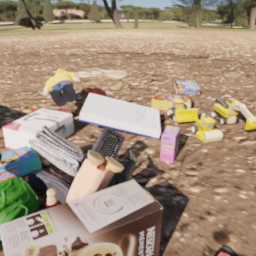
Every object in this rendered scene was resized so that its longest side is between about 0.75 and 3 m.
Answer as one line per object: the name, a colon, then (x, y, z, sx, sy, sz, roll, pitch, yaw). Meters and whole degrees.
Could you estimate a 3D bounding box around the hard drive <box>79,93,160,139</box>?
hard drive: (-0.227, -0.470, 10.146, 2.753, 0.349, 1.816, 13, 30, -4)

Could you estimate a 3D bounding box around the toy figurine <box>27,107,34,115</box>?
toy figurine: (-3.917, -0.411, 10.824, 0.610, 0.537, 1.018, -23, 32, -30)

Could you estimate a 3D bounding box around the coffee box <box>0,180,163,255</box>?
coffee box: (-0.679, 1.963, 4.647, 2.400, 1.357, 0.958, -14, 29, -27)

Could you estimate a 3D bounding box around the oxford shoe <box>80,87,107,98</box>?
oxford shoe: (-1.571, -1.522, 12.672, 1.316, 0.492, 0.464, 7, 59, -37)

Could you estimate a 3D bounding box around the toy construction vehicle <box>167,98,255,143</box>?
toy construction vehicle: (3.042, -0.535, 10.472, 2.455, 0.993, 2.819, -5, 25, -11)

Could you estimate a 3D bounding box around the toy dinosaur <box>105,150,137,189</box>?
toy dinosaur: (-0.126, 1.319, 6.295, 1.055, 0.568, 2.393, 52, 35, 2)

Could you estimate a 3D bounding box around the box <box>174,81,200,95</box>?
box: (3.063, -2.115, 14.680, 1.131, 0.329, 1.652, 1, 25, 3)

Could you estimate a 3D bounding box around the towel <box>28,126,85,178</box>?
towel: (-1.744, 0.644, 7.195, 1.422, 1.177, 0.609, 31, 70, 6)

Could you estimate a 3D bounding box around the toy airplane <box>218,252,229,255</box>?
toy airplane: (1.427, 2.778, 4.056, 2.050, 0.377, 2.050, 0, 26, 0)

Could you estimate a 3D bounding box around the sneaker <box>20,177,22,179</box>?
sneaker: (-2.671, 1.546, 6.642, 0.497, 0.438, 1.115, -16, 15, -26)

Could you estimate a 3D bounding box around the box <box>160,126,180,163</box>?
box: (1.270, 0.485, 8.453, 0.409, 0.846, 0.744, 8, 26, 18)

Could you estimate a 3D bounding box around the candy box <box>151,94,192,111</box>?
candy box: (1.941, -1.108, 12.354, 1.674, 0.473, 0.976, 9, 25, 14)

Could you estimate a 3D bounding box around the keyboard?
keyboard: (-0.495, 0.912, 7.072, 1.097, 0.178, 1.726, 33, 64, -14)

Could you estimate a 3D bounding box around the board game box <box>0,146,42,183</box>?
board game box: (-3.328, 1.041, 7.406, 1.722, 0.388, 1.310, -20, 19, -28)

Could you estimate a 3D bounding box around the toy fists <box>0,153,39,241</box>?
toy fists: (-2.872, 1.134, 5.468, 0.823, 2.395, 1.221, -36, 3, 16)

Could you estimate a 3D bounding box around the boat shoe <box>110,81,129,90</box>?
boat shoe: (-0.464, -2.294, 15.033, 1.118, 0.361, 0.398, -18, 30, -34)

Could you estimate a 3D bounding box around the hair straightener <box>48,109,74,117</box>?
hair straightener: (-3.007, -0.609, 11.583, 1.691, 0.346, 0.651, 0, 9, 13)

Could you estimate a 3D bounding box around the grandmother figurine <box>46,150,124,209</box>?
grandmother figurine: (-0.930, 1.439, 5.158, 1.240, 2.045, 0.619, 25, 7, -14)

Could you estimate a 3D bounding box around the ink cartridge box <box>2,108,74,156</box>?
ink cartridge box: (-2.932, 0.081, 9.381, 1.389, 0.809, 1.908, 11, 25, 23)

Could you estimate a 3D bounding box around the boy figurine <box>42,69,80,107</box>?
boy figurine: (-2.846, -1.808, 11.877, 1.662, 0.861, 2.674, -26, 29, -3)

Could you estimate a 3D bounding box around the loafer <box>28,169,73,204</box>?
loafer: (-1.537, 1.424, 6.592, 2.155, 0.775, 0.679, 18, 26, 38)
